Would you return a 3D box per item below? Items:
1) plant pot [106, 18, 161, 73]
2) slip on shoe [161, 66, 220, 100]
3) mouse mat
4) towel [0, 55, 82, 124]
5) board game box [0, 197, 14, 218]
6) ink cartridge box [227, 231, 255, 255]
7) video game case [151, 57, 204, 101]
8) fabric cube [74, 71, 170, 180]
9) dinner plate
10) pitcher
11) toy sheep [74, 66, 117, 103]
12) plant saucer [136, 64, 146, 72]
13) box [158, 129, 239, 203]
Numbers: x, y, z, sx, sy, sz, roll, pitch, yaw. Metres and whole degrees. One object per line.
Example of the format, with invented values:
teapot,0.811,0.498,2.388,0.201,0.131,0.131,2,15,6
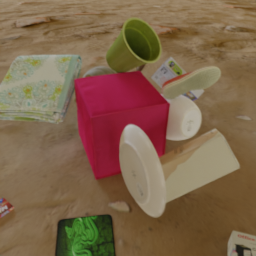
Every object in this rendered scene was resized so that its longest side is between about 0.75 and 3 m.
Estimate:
plant pot,0.033,-2.603,9.496,1.596,1.596,1.515,-34,6,-40
slip on shoe,2.105,-1.618,9.590,2.088,0.774,0.639,-20,38,9
mouse mat,-1.047,2.891,6.837,1.446,0.068,1.798,-5,33,-7
towel,-3.143,-1.477,9.747,2.556,0.719,2.986,4,54,8
board game box,-3.737,2.355,7.599,0.556,0.105,1.079,25,41,31
ink cartridge box,2.717,3.060,6.108,0.994,0.565,1.364,10,35,14
video game case,1.976,-1.831,11.648,0.470,1.873,2.066,-45,3,-10
fabric cube,-0.297,-0.188,9.323,2.430,2.477,2.469,-11,37,-17
dinner plate,0.217,1.094,6.968,0.286,2.356,2.356,-15,36,-22
pitcher,1.610,-0.602,10.877,2.380,1.681,2.774,-12,23,-36
toy sheep,-1.080,-1.532,11.218,2.021,2.021,2.931,11,0,16
plant saucer,0.733,-3.254,13.322,0.268,1.465,1.465,29,33,-10
box,1.503,1.055,7.413,2.451,0.953,1.164,-29,2,10
